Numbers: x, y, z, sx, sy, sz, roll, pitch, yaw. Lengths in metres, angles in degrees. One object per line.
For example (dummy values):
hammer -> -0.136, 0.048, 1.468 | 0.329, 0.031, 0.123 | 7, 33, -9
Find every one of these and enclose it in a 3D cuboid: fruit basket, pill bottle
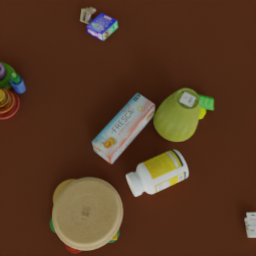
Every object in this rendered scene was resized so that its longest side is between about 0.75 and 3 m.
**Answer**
fruit basket -> 3.149, -0.873, 12.067 | 1.046, 0.755, 1.046 | 3, 107, 10
pill bottle -> 1.052, 1.716, 10.398 | 2.118, 1.186, 1.186 | -22, 66, -11

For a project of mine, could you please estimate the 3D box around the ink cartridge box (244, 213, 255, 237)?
ink cartridge box -> 4.491, 3.483, 10.044 | 0.470, 0.275, 0.811 | 0, 64, 0

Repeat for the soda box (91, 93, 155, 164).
soda box -> -0.147, 0.009, 11.382 | 1.001, 0.931, 2.928 | 36, 68, 16

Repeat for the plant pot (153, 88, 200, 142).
plant pot -> 2.077, -0.667, 11.049 | 1.837, 1.963, 1.837 | 2, 65, -5

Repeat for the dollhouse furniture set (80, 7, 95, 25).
dollhouse furniture set -> -1.994, -5.826, 14.543 | 0.595, 0.599, 0.850 | 27, 38, 12

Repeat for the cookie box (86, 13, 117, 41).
cookie box -> -1.294, -5.084, 14.106 | 1.040, 0.457, 1.216 | 32, 66, 18

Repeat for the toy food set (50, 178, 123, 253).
toy food set -> -1.492, 3.066, 10.051 | 2.603, 0.633, 2.576 | -2, 64, -1

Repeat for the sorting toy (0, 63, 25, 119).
sorting toy -> -5.419, -1.856, 11.989 | 1.769, 1.208, 2.944 | -14, 71, -15
